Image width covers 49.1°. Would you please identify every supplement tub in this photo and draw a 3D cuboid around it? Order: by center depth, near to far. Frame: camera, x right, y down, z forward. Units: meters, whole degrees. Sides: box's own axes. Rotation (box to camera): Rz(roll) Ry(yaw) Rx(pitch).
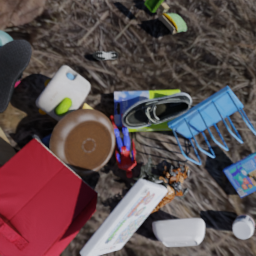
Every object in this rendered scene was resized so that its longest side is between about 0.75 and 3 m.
[{"bbox_3d":[3.265,2.804,7.931,0.544,0.775,0.544,-2,85,29],"label":"supplement tub"}]

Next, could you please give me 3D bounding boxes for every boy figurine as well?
[{"bbox_3d":[-1.892,-0.020,8.804,2.247,1.397,0.724,-38,82,-25],"label":"boy figurine"}]

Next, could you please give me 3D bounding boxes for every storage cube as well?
[{"bbox_3d":[-2.377,2.124,7.283,2.225,2.603,2.340,38,65,12],"label":"storage cube"}]

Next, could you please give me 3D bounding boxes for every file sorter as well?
[{"bbox_3d":[2.484,0.048,8.185,2.006,1.392,1.231,-34,56,23],"label":"file sorter"}]

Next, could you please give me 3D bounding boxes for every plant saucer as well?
[{"bbox_3d":[-1.202,0.483,8.119,2.062,0.377,2.062,-8,105,-30],"label":"plant saucer"},{"bbox_3d":[-5.576,-2.730,10.345,2.776,0.499,2.776,0,68,0],"label":"plant saucer"}]

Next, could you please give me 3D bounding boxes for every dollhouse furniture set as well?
[{"bbox_3d":[1.623,-4.456,10.476,1.708,0.857,1.119,50,45,7],"label":"dollhouse furniture set"}]

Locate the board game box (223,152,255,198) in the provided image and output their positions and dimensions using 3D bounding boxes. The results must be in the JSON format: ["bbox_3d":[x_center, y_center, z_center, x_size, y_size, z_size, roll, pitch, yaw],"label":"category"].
[{"bbox_3d":[3.656,1.364,8.342,1.266,0.285,0.963,-35,80,23],"label":"board game box"}]

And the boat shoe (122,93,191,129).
[{"bbox_3d":[0.770,-0.499,8.151,2.161,0.766,0.779,-21,102,15],"label":"boat shoe"}]

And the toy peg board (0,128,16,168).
[{"bbox_3d":[-4.511,0.665,8.318,0.970,1.984,1.976,-43,70,6],"label":"toy peg board"}]

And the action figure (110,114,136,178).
[{"bbox_3d":[-0.129,0.587,8.870,0.655,0.518,2.003,-10,83,3],"label":"action figure"}]

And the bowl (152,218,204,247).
[{"bbox_3d":[1.376,2.860,7.541,1.380,1.378,0.515,-8,58,13],"label":"bowl"}]

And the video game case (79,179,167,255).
[{"bbox_3d":[0.010,2.024,6.274,0.230,1.768,1.943,40,92,28],"label":"video game case"}]

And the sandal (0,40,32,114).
[{"bbox_3d":[-4.262,-1.831,9.883,1.049,0.629,2.792,22,84,-10],"label":"sandal"}]

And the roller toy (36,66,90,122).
[{"bbox_3d":[-2.119,-1.099,8.928,1.220,1.746,1.593,37,68,-18],"label":"roller toy"}]

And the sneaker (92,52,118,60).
[{"bbox_3d":[-0.846,-2.669,10.375,0.939,0.425,0.312,-2,103,-6],"label":"sneaker"}]

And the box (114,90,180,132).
[{"bbox_3d":[0.658,-0.574,9.448,2.241,0.534,1.366,-2,68,1],"label":"box"}]

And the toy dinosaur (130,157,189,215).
[{"bbox_3d":[0.942,1.677,8.108,1.471,1.107,2.168,38,36,14],"label":"toy dinosaur"}]
